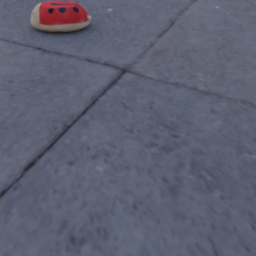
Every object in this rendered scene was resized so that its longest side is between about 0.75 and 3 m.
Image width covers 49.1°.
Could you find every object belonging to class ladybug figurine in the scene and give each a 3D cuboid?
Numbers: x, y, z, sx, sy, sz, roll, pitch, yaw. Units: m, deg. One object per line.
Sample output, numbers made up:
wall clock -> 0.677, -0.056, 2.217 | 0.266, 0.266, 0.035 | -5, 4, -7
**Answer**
ladybug figurine -> -3.076, -5.113, 12.728 | 2.776, 0.999, 1.885 | -1, 43, -1
